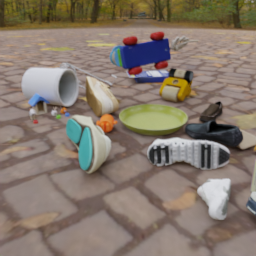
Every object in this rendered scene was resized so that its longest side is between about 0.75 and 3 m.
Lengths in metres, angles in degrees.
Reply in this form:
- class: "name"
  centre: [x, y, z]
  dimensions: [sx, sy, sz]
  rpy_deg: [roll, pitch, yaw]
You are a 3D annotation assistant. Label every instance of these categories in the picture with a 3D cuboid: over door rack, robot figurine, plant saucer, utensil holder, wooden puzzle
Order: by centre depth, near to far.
- class: "wooden puzzle"
  centre: [3.468, 0.362, 8.648]
  dimensions: [1.219, 0.211, 1.807]
  rpy_deg: [-5, 25, -20]
- class: "robot figurine"
  centre: [-0.719, -0.155, 9.444]
  dimensions: [0.591, 0.479, 0.822]
  rpy_deg: [-36, 18, 18]
- class: "plant saucer"
  centre: [0.867, -0.272, 9.826]
  dimensions: [2.362, 0.367, 2.362]
  rpy_deg: [0, 25, 0]
- class: "utensil holder"
  centre: [-3.230, -1.742, 11.673]
  dimensions: [1.815, 1.542, 1.542]
  rpy_deg: [9, 26, 21]
- class: "over door rack"
  centre: [-2.236, -2.185, 13.548]
  dimensions: [2.948, 0.982, 2.178]
  rpy_deg: [15, 27, 1]

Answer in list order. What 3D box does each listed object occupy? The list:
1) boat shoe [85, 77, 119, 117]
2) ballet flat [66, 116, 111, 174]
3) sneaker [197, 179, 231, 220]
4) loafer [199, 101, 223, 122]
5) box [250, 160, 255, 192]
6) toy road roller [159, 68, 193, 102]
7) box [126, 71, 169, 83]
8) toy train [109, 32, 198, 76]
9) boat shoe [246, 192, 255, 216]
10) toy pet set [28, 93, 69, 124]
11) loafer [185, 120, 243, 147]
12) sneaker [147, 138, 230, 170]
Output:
- class: "boat shoe"
  centre: [-1.114, -1.315, 11.468]
  dimensions: [0.976, 1.040, 2.821]
  rpy_deg: [-6, 34, -18]
- class: "ballet flat"
  centre: [-0.999, 0.350, 7.849]
  dimensions: [1.040, 1.040, 2.995]
  rpy_deg: [-9, 25, -19]
- class: "sneaker"
  centre: [1.771, 1.481, 5.904]
  dimensions: [0.659, 0.517, 1.327]
  rpy_deg: [4, 15, 24]
- class: "loafer"
  centre: [3.072, -0.631, 10.378]
  dimensions: [0.566, 0.553, 1.551]
  rpy_deg: [15, 29, 30]
- class: "box"
  centre: [4.003, 0.936, 6.130]
  dimensions: [1.952, 0.944, 1.717]
  rpy_deg: [20, 40, 36]
- class: "toy road roller"
  centre: [2.272, -1.746, 12.582]
  dimensions: [1.068, 1.268, 1.738]
  rpy_deg: [16, 66, 32]
- class: "box"
  centre: [1.133, -2.828, 15.444]
  dimensions: [2.331, 0.378, 1.412]
  rpy_deg: [-2, 24, -7]
- class: "toy train"
  centre: [0.813, -2.631, 9.618]
  dimensions: [2.769, 1.172, 1.602]
  rpy_deg: [-17, 18, -21]
- class: "boat shoe"
  centre: [2.745, 1.765, 5.227]
  dimensions: [0.497, 0.410, 1.326]
  rpy_deg: [4, 27, -33]
- class: "toy pet set"
  centre: [-3.130, -0.827, 10.601]
  dimensions: [1.380, 0.733, 1.288]
  rpy_deg: [-16, 29, -32]
- class: "loafer"
  centre: [2.527, 0.052, 8.476]
  dimensions: [0.646, 0.668, 1.902]
  rpy_deg: [-41, 33, -29]
- class: "sneaker"
  centre: [1.608, 0.597, 7.513]
  dimensions: [2.117, 0.795, 0.858]
  rpy_deg: [5, 16, 8]
